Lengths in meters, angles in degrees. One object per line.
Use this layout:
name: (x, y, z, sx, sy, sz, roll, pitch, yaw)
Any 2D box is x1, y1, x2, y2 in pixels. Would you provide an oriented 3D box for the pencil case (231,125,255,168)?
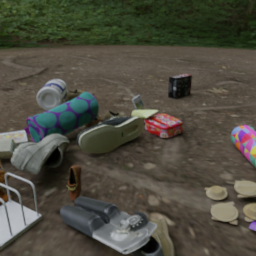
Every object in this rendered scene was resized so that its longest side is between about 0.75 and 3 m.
pencil case: (4.386, 0.657, 9.587, 1.009, 1.009, 2.282, -2, 21, -5)

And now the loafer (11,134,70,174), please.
loafer: (-2.522, 0.861, 8.909, 0.996, 0.998, 2.855, 34, 14, 6)

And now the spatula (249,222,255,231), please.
spatula: (3.385, 2.174, 6.910, 0.444, 0.161, 1.570, 15, 26, 32)

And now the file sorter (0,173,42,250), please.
file sorter: (-3.052, 1.931, 6.340, 1.164, 1.045, 1.678, 12, 25, 29)

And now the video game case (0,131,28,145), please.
video game case: (-4.664, 0.433, 11.259, 1.108, 0.139, 1.217, -9, 24, -21)

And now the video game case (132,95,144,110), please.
video game case: (0.522, -1.286, 14.582, 0.086, 0.685, 0.752, -13, 17, 37)

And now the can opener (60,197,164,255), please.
can opener: (-0.452, 2.111, 5.722, 0.798, 1.000, 2.992, -28, 10, -33)

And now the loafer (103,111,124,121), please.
loafer: (-0.395, -0.399, 12.565, 1.414, 0.477, 0.538, 12, 28, -8)

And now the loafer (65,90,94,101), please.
loafer: (-2.883, -1.971, 16.611, 1.775, 0.599, 0.675, -9, 24, -21)

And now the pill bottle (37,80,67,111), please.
pill bottle: (-3.906, -1.823, 14.784, 1.250, 1.250, 2.251, 0, 24, 0)

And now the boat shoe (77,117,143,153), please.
boat shoe: (-0.747, 0.186, 10.625, 1.013, 1.076, 2.996, 20, 28, 41)

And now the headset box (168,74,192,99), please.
headset box: (3.253, -2.585, 17.253, 1.700, 1.265, 0.657, -21, 30, -40)

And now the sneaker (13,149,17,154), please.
sneaker: (-3.464, 0.881, 9.211, 0.484, 0.437, 1.182, -22, -1, -29)

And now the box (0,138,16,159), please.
box: (-4.621, 0.745, 9.600, 1.384, 0.473, 0.569, -4, 53, -1)

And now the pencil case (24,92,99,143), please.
pencil case: (-2.582, -0.386, 11.280, 1.341, 1.235, 2.901, 15, 36, 43)

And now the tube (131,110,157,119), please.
tube: (0.684, -0.595, 12.705, 0.457, 0.510, 1.759, 22, -8, -21)

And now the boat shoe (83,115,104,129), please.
boat shoe: (-1.354, -0.321, 12.635, 1.412, 0.507, 0.535, -18, 28, -37)

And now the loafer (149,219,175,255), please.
loafer: (0.616, 2.449, 5.734, 0.532, 0.600, 1.578, -2, 12, -1)

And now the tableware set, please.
tableware set: (2.831, 1.923, 7.356, 1.444, 0.201, 1.729, -4, 25, 9)

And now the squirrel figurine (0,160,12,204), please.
squirrel figurine: (-3.867, 1.384, 7.434, 1.312, 1.225, 0.929, -12, 25, -28)

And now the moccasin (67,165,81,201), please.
moccasin: (-1.451, 1.488, 7.461, 0.362, 0.989, 0.382, 19, 17, 30)

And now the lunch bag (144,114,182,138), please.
lunch bag: (1.424, -0.063, 11.946, 1.331, 0.619, 1.512, -19, 27, -29)
